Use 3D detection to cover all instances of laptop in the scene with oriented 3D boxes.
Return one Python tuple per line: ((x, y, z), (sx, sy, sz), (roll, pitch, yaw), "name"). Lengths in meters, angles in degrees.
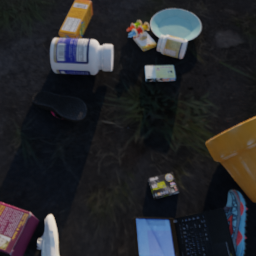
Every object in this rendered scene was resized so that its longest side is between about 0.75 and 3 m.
((1.677, 3.664, 8.264), (2.647, 1.367, 2.346), (-20, 56, 23), "laptop")

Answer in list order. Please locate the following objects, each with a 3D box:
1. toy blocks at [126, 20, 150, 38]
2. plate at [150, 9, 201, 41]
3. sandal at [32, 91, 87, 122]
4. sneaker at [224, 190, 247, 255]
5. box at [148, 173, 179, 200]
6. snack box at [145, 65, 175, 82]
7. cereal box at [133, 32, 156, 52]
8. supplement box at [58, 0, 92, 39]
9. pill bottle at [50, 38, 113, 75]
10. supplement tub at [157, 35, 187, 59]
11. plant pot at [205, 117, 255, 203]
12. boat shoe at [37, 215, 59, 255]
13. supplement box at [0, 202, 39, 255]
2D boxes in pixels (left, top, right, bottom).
((0.319, -4.899, 14.014), (1.209, 0.439, 1.008), (-35, 46, -22), "toy blocks")
((2.423, -5.177, 14.369), (2.607, 0.333, 2.607), (-1, 58, 1), "plate")
((-2.779, -0.841, 11.636), (2.875, 0.648, 1.080), (20, 54, 29), "sandal")
((3.191, 3.016, 9.017), (1.090, 0.905, 2.282), (9, 58, 8), "sneaker")
((1.259, 2.069, 9.995), (0.934, 0.207, 0.748), (-13, 59, -8), "box")
((1.445, -2.480, 12.763), (1.334, 0.248, 0.775), (-2, 58, -1), "snack box")
((0.816, -4.297, 13.900), (0.758, 0.208, 1.054), (-26, 62, -15), "cereal box")
((-2.598, -5.277, 14.102), (0.940, 0.909, 2.732), (13, 60, 6), "supplement box")
((-1.992, -3.140, 12.423), (2.579, 1.544, 1.544), (3, 58, 0), "pill bottle")
((2.067, -3.839, 13.214), (1.263, 0.912, 0.912), (19, 60, 12), "supplement tub")
((4.366, 1.048, 9.428), (2.656, 2.656, 2.431), (-21, 77, -12), "plant pot")
((-2.547, 3.708, 8.798), (0.633, 0.665, 1.847), (-9, 69, -6), "boat shoe")
((-4.083, 3.117, 8.869), (1.975, 1.019, 1.293), (16, 60, 10), "supplement box")
